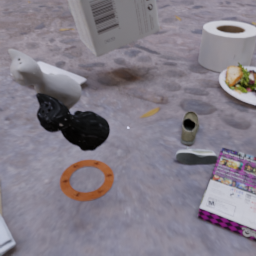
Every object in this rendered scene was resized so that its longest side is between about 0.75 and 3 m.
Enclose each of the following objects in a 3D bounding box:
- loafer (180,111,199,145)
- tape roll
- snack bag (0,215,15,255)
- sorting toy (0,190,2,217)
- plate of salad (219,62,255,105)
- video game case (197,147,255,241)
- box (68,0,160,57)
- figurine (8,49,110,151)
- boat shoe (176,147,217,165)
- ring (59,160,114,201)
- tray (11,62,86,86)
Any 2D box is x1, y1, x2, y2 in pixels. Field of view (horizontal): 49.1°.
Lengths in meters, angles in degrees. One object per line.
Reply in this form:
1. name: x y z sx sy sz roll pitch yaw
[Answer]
1. loafer: 1.962 -0.103 8.739 0.574 0.532 1.527 7 38 10
2. tape roll: 4.401 -3.640 12.491 2.324 1.596 2.324 0 37 0
3. snack bag: -4.187 2.254 5.667 2.942 0.315 2.774 -32 52 -26
4. sorting toy: -3.812 1.758 6.510 1.561 0.285 1.445 -14 39 -18
5. plate of salad: 4.972 -1.752 10.666 2.898 0.696 2.898 2 40 -2
6. video game case: 3.168 1.619 6.544 2.534 0.454 2.297 17 41 21
7. box: -0.573 -4.408 9.763 2.715 2.701 1.774 -27 45 -12
8. figurine: -1.209 -0.470 4.728 0.720 1.633 1.673 -40 68 6
9. boat shoe: 1.863 0.758 7.740 1.150 0.424 0.369 1 31 -5
10. ring: -1.067 1.294 7.249 1.403 0.135 1.403 0 37 0
11. tray: -3.224 -1.953 11.341 2.904 0.322 1.559 24 43 28
